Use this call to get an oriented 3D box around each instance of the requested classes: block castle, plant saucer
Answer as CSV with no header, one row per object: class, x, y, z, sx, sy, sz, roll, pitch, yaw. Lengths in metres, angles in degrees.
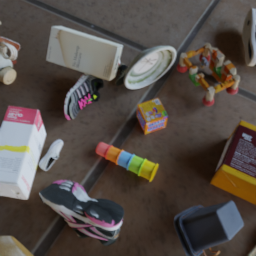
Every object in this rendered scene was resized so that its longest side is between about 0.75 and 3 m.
block castle,3.127,-2.088,11.059,1.557,1.093,2.330,-25,61,-8
plant saucer,-2.374,3.582,6.898,2.838,2.838,0.503,36,61,18
plant saucer,0.716,-2.357,10.489,2.244,2.244,0.563,-27,71,-14

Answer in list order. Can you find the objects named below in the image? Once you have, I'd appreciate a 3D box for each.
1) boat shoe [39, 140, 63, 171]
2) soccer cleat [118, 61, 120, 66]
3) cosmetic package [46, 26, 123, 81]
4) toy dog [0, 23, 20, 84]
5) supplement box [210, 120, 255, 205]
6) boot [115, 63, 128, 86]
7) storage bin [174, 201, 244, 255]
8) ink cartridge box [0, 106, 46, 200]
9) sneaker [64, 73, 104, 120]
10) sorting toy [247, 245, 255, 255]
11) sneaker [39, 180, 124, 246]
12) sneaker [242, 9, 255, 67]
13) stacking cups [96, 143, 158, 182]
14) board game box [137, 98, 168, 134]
boat shoe,-2.576,0.950,9.601,0.381,0.417,1.158,30,75,33
soccer cleat,-1.031,-2.835,11.820,1.400,0.480,0.596,7,56,-1
cosmetic package,-1.662,-2.875,10.765,2.616,1.354,0.956,17,22,4
toy dog,-4.900,-3.010,10.930,1.810,2.745,1.322,41,48,-6
supplement box,4.078,1.187,9.068,1.962,1.321,1.989,25,64,13
boot,-0.305,-2.208,11.548,0.937,0.338,0.708,-46,47,2
storage bin,2.272,2.667,7.479,1.197,1.782,1.297,-32,71,32
ink cartridge box,-3.512,0.826,8.942,1.026,1.786,2.461,9,61,-5
sneaker,-1.620,-1.202,10.673,0.986,0.832,2.254,16,57,15
sorting toy,3.457,4.349,7.690,1.956,0.262,1.457,-44,87,-9
sneaker,-1.515,2.634,8.380,2.941,1.270,1.181,19,26,32
sneaker,5.924,-3.810,12.112,1.602,1.046,2.864,7,69,0
stacking cups,-0.067,1.047,9.546,2.163,0.654,0.654,26,64,14
board game box,0.853,-0.423,10.238,0.839,0.839,0.840,-18,63,-10
